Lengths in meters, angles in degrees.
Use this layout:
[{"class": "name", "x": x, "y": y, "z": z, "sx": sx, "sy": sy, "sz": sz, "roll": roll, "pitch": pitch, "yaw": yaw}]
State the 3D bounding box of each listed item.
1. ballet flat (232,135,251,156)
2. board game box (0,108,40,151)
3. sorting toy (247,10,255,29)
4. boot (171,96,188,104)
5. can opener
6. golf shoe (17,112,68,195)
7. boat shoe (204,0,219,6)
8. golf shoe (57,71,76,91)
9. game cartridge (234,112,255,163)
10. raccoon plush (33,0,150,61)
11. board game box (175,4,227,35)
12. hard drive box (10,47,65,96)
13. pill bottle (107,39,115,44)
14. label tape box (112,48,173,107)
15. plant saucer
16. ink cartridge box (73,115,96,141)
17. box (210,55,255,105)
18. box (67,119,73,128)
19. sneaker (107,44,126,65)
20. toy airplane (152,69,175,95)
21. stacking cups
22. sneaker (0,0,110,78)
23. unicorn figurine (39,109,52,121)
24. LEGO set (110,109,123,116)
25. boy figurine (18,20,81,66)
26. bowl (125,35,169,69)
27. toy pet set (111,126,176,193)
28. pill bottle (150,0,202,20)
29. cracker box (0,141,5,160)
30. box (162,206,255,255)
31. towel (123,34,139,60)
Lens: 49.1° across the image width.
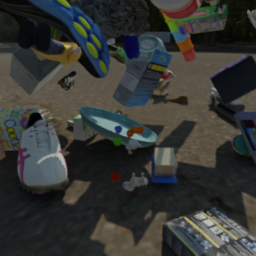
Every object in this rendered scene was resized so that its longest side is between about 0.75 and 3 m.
[{"class": "ballet flat", "x": 3.542, "y": 0.470, "z": 7.820, "sx": 1.741, "sy": 0.602, "sz": 0.619, "roll": 0, "pitch": 0, "yaw": -15}, {"class": "board game box", "x": -3.640, "y": 0.042, "z": 8.239, "sx": 1.937, "sy": 0.998, "sz": 1.016, "roll": -2, "pitch": 19, "yaw": -6}, {"class": "sorting toy", "x": 4.356, "y": -2.805, "z": 7.658, "sx": 1.807, "sy": 0.965, "sz": 1.627, "roll": -11, "pitch": 37, "yaw": 25}, {"class": "boot", "x": 2.468, "y": -1.396, "z": 13.448, "sx": 0.887, "sy": 0.335, "sz": 0.326, "roll": 12, "pitch": 24, "yaw": 35}, {"class": "can opener", "x": 4.096, "y": -1.041, "z": 11.714, "sx": 0.987, "sy": 0.782, "sz": 2.970, "roll": 0, "pitch": 19, "yaw": -3}, {"class": "golf shoe", "x": -2.086, "y": 0.508, "z": 6.493, "sx": 1.011, "sy": 1.282, "sz": 2.785, "roll": -8, "pitch": 22, "yaw": -24}, {"class": "boat shoe", "x": 1.653, "y": -2.747, "z": 5.721, "sx": 0.314, "sy": 0.343, "sz": 0.917, "roll": -31, "pitch": -15, "yaw": 13}, {"class": "golf shoe", "x": -2.036, "y": -1.631, "z": 9.851, "sx": 1.111, "sy": 0.525, "sz": 0.432, "roll": -15, "pitch": 26, "yaw": 53}, {"class": "game cartridge", "x": 3.461, "y": 0.214, "z": 7.426, "sx": 0.940, "sy": 0.278, "sz": 1.450, "roll": 0, "pitch": 60, "yaw": -26}, {"class": "raccoon plush", "x": -0.763, "y": -2.374, "z": 7.022, "sx": 2.909, "sy": 1.407, "sz": 1.949, "roll": -48, "pitch": 40, "yaw": -8}, {"class": "board game box", "x": 2.288, "y": -3.331, "z": 8.768, "sx": 1.441, "sy": 0.312, "sz": 2.141, "roll": -3, "pitch": 8, "yaw": 17}, {"class": "hard drive box", "x": -2.592, "y": -2.213, "z": 8.910, "sx": 2.082, "sy": 1.026, "sz": 2.671, "roll": -47, "pitch": 15, "yaw": -19}, {"class": "pill bottle", "x": -0.845, "y": -3.790, "z": 10.009, "sx": 0.853, "sy": 1.520, "sz": 0.853, "roll": -3, "pitch": 13, "yaw": 1}, {"class": "label tape box", "x": 0.417, "y": -1.429, "z": 7.737, "sx": 0.562, "sy": 1.700, "sz": 1.218, "roll": 36, "pitch": 21, "yaw": 22}, {"class": "plant saucer", "x": -0.311, "y": -0.007, "z": 8.326, "sx": 2.470, "sy": 0.339, "sz": 2.470, "roll": 22, "pitch": 13, "yaw": -5}, {"class": "ink cartridge box", "x": -1.339, "y": -0.082, "z": 9.046, "sx": 0.408, "sy": 0.709, "sz": 0.971, "roll": 8, "pitch": 21, "yaw": 23}, {"class": "box", "x": 3.355, "y": -1.522, "z": 8.661, "sx": 1.306, "sy": 0.921, "sz": 1.765, "roll": -30, "pitch": 3, "yaw": 22}, {"class": "box", "x": -1.464, "y": -0.197, "z": 10.093, "sx": 1.195, "sy": 0.238, "sz": 0.818, "roll": -17, "pitch": 26, "yaw": -41}, {"class": "sneaker", "x": -0.411, "y": -3.364, "z": 12.679, "sx": 1.717, "sy": 0.660, "sz": 0.761, "roll": 17, "pitch": -10, "yaw": -12}, {"class": "toy airplane", "x": 1.789, "y": -2.314, "z": 14.861, "sx": 1.641, "sy": 1.158, "sz": 1.633, "roll": -23, "pitch": -6, "yaw": -22}, {"class": "stacking cups", "x": 2.125, "y": -3.916, "z": 11.717, "sx": 0.768, "sy": 2.537, "sz": 0.768, "roll": -20, "pitch": 36, "yaw": 16}, {"class": "sneaker", "x": -1.516, "y": -2.047, "z": 5.979, "sx": 2.744, "sy": 1.137, "sz": 0.973, "roll": 38, "pitch": 39, "yaw": -14}, {"class": "unicorn figurine", "x": -3.332, "y": -0.430, "z": 10.635, "sx": 0.789, "sy": 0.424, "sz": 1.148, "roll": -23, "pitch": 13, "yaw": -28}, {"class": "LEGO set", "x": -0.622, "y": -0.562, "z": 10.900, "sx": 0.934, "sy": 0.407, "sz": 1.438, "roll": -3, "pitch": 19, "yaw": -8}, {"class": "boy figurine", "x": -1.158, "y": -1.315, "z": 4.618, "sx": 0.892, "sy": 0.462, "sz": 1.435, "roll": 11, "pitch": 7, "yaw": 11}, {"class": "bowl", "x": 0.763, "y": -3.088, "z": 11.538, "sx": 1.884, "sy": 0.986, "sz": 1.884, "roll": -2, "pitch": 55, "yaw": 3}, {"class": "toy pet set", "x": 0.356, "y": 0.779, "z": 6.338, "sx": 1.411, "sy": 0.802, "sz": 1.511, "roll": 1, "pitch": 47, "yaw": 2}, {"class": "pill bottle", "x": 1.100, "y": -3.035, "z": 6.227, "sx": 1.083, "sy": 1.083, "sz": 1.929, "roll": 6, "pitch": 13, "yaw": 17}, {"class": "cracker box", "x": -4.103, "y": 0.793, "z": 6.781, "sx": 1.217, "sy": 0.524, "sz": 1.818, "roll": 5, "pitch": 20, "yaw": 14}, {"class": "box", "x": 1.348, "y": 1.787, "z": 4.188, "sx": 1.128, "sy": 0.344, "sz": 1.399, "roll": -8, "pitch": 20, "yaw": -26}, {"class": "towel", "x": -0.006, "y": -3.326, "z": 8.825, "sx": 0.538, "sy": 2.173, "sz": 1.605, "roll": -5, "pitch": 20, "yaw": 6}]
